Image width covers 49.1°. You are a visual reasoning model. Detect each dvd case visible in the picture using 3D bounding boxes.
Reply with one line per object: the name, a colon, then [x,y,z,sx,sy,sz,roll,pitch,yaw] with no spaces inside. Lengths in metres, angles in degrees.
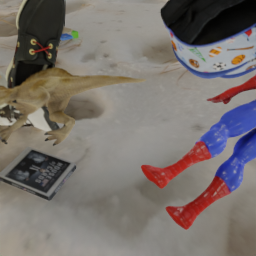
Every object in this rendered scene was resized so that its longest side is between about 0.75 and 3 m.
dvd case: [-2.022,0.978,6.277,1.386,0.171,1.041,15,42,19]

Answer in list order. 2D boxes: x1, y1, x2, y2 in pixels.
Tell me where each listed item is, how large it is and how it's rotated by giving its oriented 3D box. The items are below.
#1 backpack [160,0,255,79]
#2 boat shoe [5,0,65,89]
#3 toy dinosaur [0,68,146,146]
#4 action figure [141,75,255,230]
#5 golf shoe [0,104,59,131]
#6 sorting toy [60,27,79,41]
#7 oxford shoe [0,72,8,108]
backpack: [2.117,-2.320,6.078,2.543,2.056,2.669,-24,47,2]
boat shoe: [-1.443,-1.256,4.512,0.747,2.042,0.640,-1,47,-41]
toy dinosaur: [-1.135,-0.512,4.121,2.787,0.811,1.409,-7,42,7]
action figure: [1.217,-0.058,2.652,2.338,0.765,0.604,-33,9,-11]
golf shoe: [-2.787,-0.294,7.453,2.336,0.908,1.104,28,63,34]
sorting toy: [-3.525,-4.218,12.520,2.916,0.397,1.642,21,40,24]
oxford shoe: [-3.967,-1.040,7.506,2.934,0.847,1.103,1,58,43]
